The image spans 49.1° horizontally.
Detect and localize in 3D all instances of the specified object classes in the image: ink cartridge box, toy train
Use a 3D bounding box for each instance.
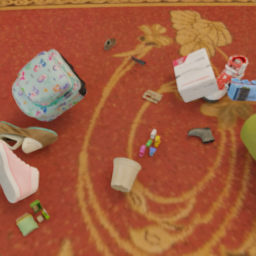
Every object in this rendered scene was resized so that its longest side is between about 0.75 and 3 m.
[{"bbox_3d":[2.959,-2.319,12.445,1.541,0.884,2.121,-19,47,20],"label":"ink cartridge box"},{"bbox_3d":[4.894,-1.517,11.543,1.743,0.756,0.996,4,33,-11],"label":"toy train"}]

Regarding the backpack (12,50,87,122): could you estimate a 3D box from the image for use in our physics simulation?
[{"bbox_3d":[-3.209,-1.545,11.004,2.523,1.900,2.240,-38,78,6],"label":"backpack"}]

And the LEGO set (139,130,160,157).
[{"bbox_3d":[0.924,0.544,10.575,0.486,0.523,1.275,23,53,17],"label":"LEGO set"}]

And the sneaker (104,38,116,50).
[{"bbox_3d":[-0.940,-4.599,15.063,0.380,0.407,1.078,19,52,15],"label":"sneaker"}]

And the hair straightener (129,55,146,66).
[{"bbox_3d":[0.423,-3.385,13.992,0.976,0.200,0.375,36,41,17],"label":"hair straightener"}]

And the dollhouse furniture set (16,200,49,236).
[{"bbox_3d":[-3.006,2.792,8.689,0.908,0.456,0.595,-33,57,-25],"label":"dollhouse furniture set"}]

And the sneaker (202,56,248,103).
[{"bbox_3d":[4.283,-2.249,12.386,2.614,1.401,0.873,-34,57,-26],"label":"sneaker"}]

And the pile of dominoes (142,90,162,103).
[{"bbox_3d":[1.099,-1.438,12.484,0.764,0.122,0.595,26,55,11],"label":"pile of dominoes"}]

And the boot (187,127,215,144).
[{"bbox_3d":[2.856,0.324,10.917,0.976,0.331,0.638,-7,55,-4],"label":"boot"}]

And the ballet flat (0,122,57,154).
[{"bbox_3d":[-3.958,0.427,10.471,2.627,0.891,0.950,11,56,12],"label":"ballet flat"}]

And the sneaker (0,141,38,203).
[{"bbox_3d":[-3.736,1.354,9.351,1.114,0.802,2.131,-12,69,-52],"label":"sneaker"}]

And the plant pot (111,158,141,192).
[{"bbox_3d":[-0.147,1.637,9.457,0.991,0.991,0.907,12,62,10],"label":"plant pot"}]

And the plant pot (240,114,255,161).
[{"bbox_3d":[5.269,0.646,9.473,2.568,2.568,2.744,-21,36,-17],"label":"plant pot"}]
